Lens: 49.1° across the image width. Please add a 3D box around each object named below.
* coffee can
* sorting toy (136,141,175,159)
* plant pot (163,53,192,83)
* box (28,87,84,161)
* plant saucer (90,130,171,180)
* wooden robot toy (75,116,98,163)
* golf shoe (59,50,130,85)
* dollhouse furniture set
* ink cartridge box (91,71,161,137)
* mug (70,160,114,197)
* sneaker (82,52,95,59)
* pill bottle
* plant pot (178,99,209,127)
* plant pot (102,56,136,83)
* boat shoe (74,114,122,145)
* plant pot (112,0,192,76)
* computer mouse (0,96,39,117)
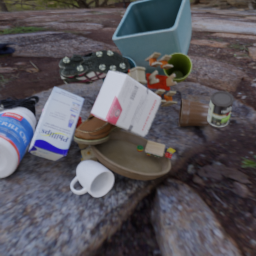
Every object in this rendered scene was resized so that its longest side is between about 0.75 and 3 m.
[{"bbox_3d":[2.454,-0.495,7.479,0.580,0.793,0.580,-4,48,4],"label":"coffee can"},{"bbox_3d":[0.820,0.669,8.290,1.107,0.187,0.534,15,35,6],"label":"sorting toy"},{"bbox_3d":[1.955,-2.230,11.112,1.069,1.069,1.143,6,-9,11],"label":"plant pot"},{"bbox_3d":[-2.067,-0.035,7.942,0.896,1.709,1.571,21,-18,-18],"label":"box"},{"bbox_3d":[0.033,0.738,7.933,2.417,0.356,2.417,19,20,-7],"label":"plant saucer"},{"bbox_3d":[-1.094,0.179,8.755,1.087,1.055,2.395,-14,30,-10],"label":"wooden robot toy"},{"bbox_3d":[-1.374,-2.433,11.599,2.873,1.266,1.109,-6,69,-12],"label":"golf shoe"},{"bbox_3d":[0.772,-1.622,9.709,1.725,1.744,0.898,2,-13,-33],"label":"dollhouse furniture set"},{"bbox_3d":[0.000,-0.572,7.199,0.695,1.194,1.639,24,0,41],"label":"ink cartridge box"},{"bbox_3d":[-1.015,1.312,7.187,1.011,0.746,0.886,-37,41,-23],"label":"mug"},{"bbox_3d":[-1.611,-3.730,15.890,2.304,1.142,0.814,-15,31,-27],"label":"sneaker"},{"bbox_3d":[-3.604,0.282,8.383,1.360,1.360,2.423,-1,27,-1],"label":"pill bottle"},{"bbox_3d":[2.417,-0.499,10.187,1.042,1.052,1.052,6,29,5],"label":"plant pot"},{"bbox_3d":[-0.238,-2.121,12.414,1.551,1.551,1.458,8,-13,14],"label":"plant pot"},{"bbox_3d":[-0.774,-0.233,7.846,0.894,0.845,2.485,12,18,14],"label":"boat shoe"},{"bbox_3d":[1.432,-3.833,12.534,2.771,2.831,2.779,0,53,28],"label":"plant pot"},{"bbox_3d":[-3.708,-0.445,9.762,1.294,1.868,0.492,-10,70,-19],"label":"computer mouse"}]
